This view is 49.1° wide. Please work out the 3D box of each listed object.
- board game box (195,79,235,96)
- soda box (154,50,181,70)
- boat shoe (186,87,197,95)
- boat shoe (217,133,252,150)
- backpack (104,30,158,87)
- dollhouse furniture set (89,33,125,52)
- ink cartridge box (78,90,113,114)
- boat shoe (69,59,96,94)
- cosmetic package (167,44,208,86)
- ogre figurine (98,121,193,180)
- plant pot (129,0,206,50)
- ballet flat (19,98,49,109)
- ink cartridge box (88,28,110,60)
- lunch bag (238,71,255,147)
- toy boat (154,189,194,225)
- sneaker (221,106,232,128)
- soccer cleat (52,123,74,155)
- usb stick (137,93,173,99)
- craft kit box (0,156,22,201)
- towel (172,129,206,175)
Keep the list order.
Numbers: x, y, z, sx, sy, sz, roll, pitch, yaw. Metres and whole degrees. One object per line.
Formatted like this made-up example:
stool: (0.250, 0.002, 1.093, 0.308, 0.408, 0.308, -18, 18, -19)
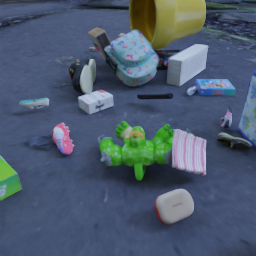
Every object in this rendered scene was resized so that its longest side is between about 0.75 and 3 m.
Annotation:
board game box: (3.462, -1.641, 11.265, 1.347, 0.303, 1.024, 0, 32, 0)
soda box: (1.403, -3.261, 13.451, 2.360, 0.747, 0.835, -3, 31, -6)
boat shoe: (2.457, -1.491, 11.087, 0.250, 0.264, 0.754, 15, 33, 33)
boat shoe: (2.981, 0.439, 7.927, 0.955, 0.341, 0.314, 24, 53, 26)
backpack: (0.219, -2.808, 11.482, 1.814, 1.538, 2.043, -31, 76, -16)
dollhouse furniture set: (-1.097, -5.002, 16.134, 1.823, 0.890, 1.555, 9, 33, 14)
ink cartridge box: (-1.151, -0.940, 9.991, 1.028, 0.430, 0.742, -22, 36, -30)
boat shoe: (-1.890, -2.089, 11.288, 0.929, 1.085, 2.965, -3, 27, 0)
cosmetic package: (2.672, -2.870, 12.484, 0.685, 1.116, 2.704, 22, 37, 29)
ogre figurine: (0.360, 0.494, 7.049, 2.494, 1.223, 1.495, 15, 20, 4)
plant pot: (1.868, -5.181, 12.841, 2.796, 2.972, 2.972, -11, 34, -19)
ballet flat: (-3.169, -0.807, 9.538, 0.971, 0.348, 0.348, -11, 33, -19)
ink cartridge box: (-1.214, -3.926, 13.092, 0.584, 1.280, 1.554, -30, 30, -4)
lunch bag: (4.175, -0.289, 7.483, 1.478, 1.973, 2.320, -21, 38, -33)
toy boat: (0.896, 1.617, 5.744, 0.879, 0.574, 0.573, -12, 73, -27)
sneaker: (3.118, -0.360, 8.873, 0.322, 0.275, 0.785, 2, 59, 22)
soccer cleat: (-1.907, 0.375, 8.011, 0.506, 0.441, 1.324, -35, 41, 9)
usb stick: (0.921, -1.116, 9.789, 1.333, 0.217, 0.370, 4, 2, 37)
craft kit box: (-4.284, 1.228, 6.417, 2.616, 0.635, 2.583, -28, 44, -37)
towel: (1.446, 0.569, 6.422, 1.205, 0.882, 0.180, 18, -21, -37)
